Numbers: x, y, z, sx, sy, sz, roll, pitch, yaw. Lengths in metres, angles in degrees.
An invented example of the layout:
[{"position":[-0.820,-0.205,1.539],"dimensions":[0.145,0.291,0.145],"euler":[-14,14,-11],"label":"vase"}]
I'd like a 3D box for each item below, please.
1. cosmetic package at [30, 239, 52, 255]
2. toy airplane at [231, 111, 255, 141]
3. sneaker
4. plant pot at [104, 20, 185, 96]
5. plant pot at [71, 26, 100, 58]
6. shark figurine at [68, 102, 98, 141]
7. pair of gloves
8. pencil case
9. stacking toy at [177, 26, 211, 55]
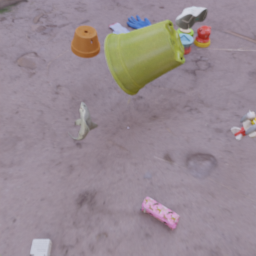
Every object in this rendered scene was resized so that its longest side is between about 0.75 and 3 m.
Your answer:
[{"position":[-2.545,3.752,8.016],"dimensions":[0.509,0.371,1.001],"euler":[-1,48,-1],"label":"cosmetic package"},{"position":[3.918,-0.091,9.012],"dimensions":[1.220,0.865,1.226],"euler":[-30,21,-23],"label":"toy airplane"},{"position":[2.281,-4.198,10.653],"dimensions":[0.693,0.608,1.730],"euler":[35,49,31],"label":"sneaker"},{"position":[0.713,-2.565,9.711],"dimensions":[2.149,2.337,2.337],"euler":[-17,44,27],"label":"plant pot"},{"position":[-1.707,-3.531,11.295],"dimensions":[1.214,0.849,1.214],"euler":[5,52,-6],"label":"plant pot"},{"position":[-1.312,0.042,8.842],"dimensions":[0.650,1.557,0.930],"euler":[-10,52,-36],"label":"shark figurine"},{"position":[0.214,-5.692,16.131],"dimensions":[2.780,0.317,2.235],"euler":[-25,54,-21],"label":"pair of gloves"},{"position":[1.008,2.689,8.830],"dimensions":[1.246,0.516,0.539],"euler":[27,57,20],"label":"pencil case"},{"position":[3.152,-5.070,15.157],"dimensions":[2.306,0.974,2.087],"euler":[-26,55,-21],"label":"stacking toy"}]
